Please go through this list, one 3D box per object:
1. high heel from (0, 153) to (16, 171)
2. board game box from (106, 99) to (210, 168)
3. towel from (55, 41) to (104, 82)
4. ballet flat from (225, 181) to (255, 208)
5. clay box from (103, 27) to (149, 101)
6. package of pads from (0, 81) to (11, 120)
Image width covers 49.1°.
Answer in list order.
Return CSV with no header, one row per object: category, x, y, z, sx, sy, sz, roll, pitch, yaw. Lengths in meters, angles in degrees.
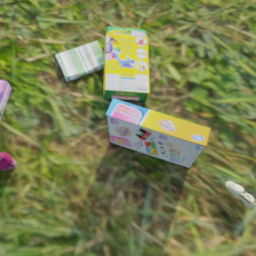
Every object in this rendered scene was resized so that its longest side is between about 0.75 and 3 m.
high heel,-4.304,1.172,8.061,1.928,0.925,0.649,-10,68,-4
board game box,0.732,0.233,7.874,2.601,1.990,0.524,18,67,6
towel,-1.623,-2.399,9.870,1.628,0.250,1.215,-23,71,-9
ballet flat,3.147,1.810,7.733,0.990,0.344,0.344,41,73,-2
clay box,-0.075,-2.217,9.527,1.478,0.612,2.573,3,67,-8
package of pads,-4.616,-0.663,8.912,1.155,0.725,1.917,7,68,6
